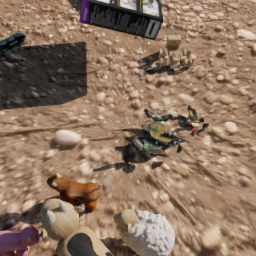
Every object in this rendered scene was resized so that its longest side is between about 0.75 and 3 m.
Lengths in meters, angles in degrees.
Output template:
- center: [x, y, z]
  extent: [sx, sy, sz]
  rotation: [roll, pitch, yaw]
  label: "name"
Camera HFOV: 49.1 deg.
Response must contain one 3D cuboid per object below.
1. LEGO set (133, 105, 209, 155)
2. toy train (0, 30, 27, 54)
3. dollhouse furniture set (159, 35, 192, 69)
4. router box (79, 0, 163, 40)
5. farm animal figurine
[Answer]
- center: [0.991, 0.148, 6.915]
  extent: [2.142, 0.607, 1.391]
  rotation: [-4, 52, -20]
  label: "LEGO set"
- center: [-3.921, -2.847, 9.281]
  extent: [0.626, 0.468, 1.098]
  rotation: [27, 58, 35]
  label: "toy train"
- center: [1.444, -2.305, 8.861]
  extent: [0.940, 0.666, 1.023]
  rotation: [-1, 73, 0]
  label: "dollhouse furniture set"
- center: [-0.166, -3.782, 7.778]
  extent: [2.055, 0.704, 2.756]
  rotation: [10, 54, -13]
  label: "router box"
- center: [-1.076, 2.078, 4.600]
  extent: [2.965, 1.563, 2.998]
  rotation: [26, 56, 19]
  label: "farm animal figurine"
